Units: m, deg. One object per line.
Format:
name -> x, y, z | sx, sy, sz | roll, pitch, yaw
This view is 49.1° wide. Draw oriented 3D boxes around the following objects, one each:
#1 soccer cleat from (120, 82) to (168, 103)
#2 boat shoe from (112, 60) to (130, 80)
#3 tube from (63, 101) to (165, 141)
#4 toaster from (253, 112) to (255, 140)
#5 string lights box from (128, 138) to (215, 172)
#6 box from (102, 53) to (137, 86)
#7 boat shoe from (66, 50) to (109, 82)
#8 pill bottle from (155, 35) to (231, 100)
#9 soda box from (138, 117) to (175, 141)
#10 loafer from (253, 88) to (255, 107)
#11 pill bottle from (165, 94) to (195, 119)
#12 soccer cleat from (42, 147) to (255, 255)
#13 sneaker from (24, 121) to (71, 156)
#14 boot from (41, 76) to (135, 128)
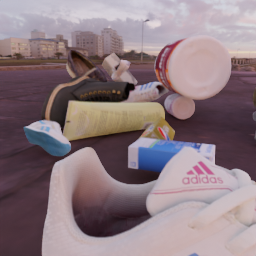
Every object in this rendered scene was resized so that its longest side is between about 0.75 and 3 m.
soccer cleat -> 0.543, -1.139, 9.455 | 1.814, 0.634, 0.783 | -26, 26, -26
boat shoe -> -0.312, -1.810, 8.625 | 0.328, 0.370, 1.005 | 20, -29, -22
tube -> -0.273, -0.240, 6.381 | 2.508, 0.728, 0.651 | -7, -4, -36
toaster -> 3.341, -0.399, 5.082 | 1.820, 1.646, 1.080 | 20, 32, 37
string lights box -> 0.612, 0.394, 3.899 | 1.105, 0.326, 0.568 | 6, 13, 21
box -> -0.311, -1.971, 10.152 | 0.471, 1.377, 0.566 | -39, 1, -22
boat shoe -> -1.278, -1.703, 9.723 | 0.948, 2.637, 0.854 | -36, -19, -15
pill bottle -> 1.567, -1.667, 7.669 | 1.496, 1.496, 2.621 | -1, 13, -5
soda box -> 0.526, 0.180, 5.148 | 0.413, 0.437, 1.289 | -40, 1, 18
loafer -> 5.172, -0.975, 8.489 | 2.785, 1.059, 0.939 | 0, -23, 40
pill bottle -> 1.503, -0.675, 8.421 | 0.674, 0.674, 1.188 | -1, 11, -5
soccer cleat -> 0.690, 0.765, 1.465 | 2.798, 1.208, 0.977 | 6, 15, 21
sneaker -> -1.371, 0.123, 4.992 | 1.197, 0.458, 0.483 | 21, 40, 39
boot -> -0.916, -0.704, 7.064 | 1.662, 0.931, 2.402 | 5, 37, 16
